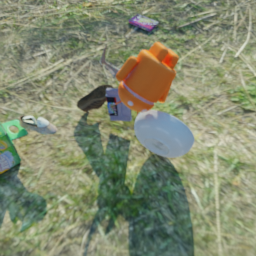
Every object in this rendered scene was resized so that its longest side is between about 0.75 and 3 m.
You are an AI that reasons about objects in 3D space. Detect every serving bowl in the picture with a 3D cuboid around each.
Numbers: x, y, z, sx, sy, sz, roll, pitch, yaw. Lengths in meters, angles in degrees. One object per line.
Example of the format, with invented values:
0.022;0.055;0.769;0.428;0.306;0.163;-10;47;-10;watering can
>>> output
1.106;0.370;9.520;2.162;2.162;0.711;21;61;16;serving bowl

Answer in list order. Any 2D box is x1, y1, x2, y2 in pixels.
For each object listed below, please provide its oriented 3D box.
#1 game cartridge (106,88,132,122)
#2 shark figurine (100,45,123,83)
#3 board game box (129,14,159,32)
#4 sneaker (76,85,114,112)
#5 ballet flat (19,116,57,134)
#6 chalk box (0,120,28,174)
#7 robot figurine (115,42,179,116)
-0.355;-0.859;10.724;0.901;1.389;0.267;-1;36;8;game cartridge
-0.214;-2.112;10.384;2.095;1.251;0.874;40;89;-14;shark figurine
0.868;-5.896;15.687;1.463;0.236;0.878;30;62;21;board game box
-1.201;-1.167;11.312;1.820;0.687;0.641;-21;58;25;sneaker
-3.246;-0.142;9.925;1.541;0.518;0.525;9;36;16;ballet flat
-5.021;0.544;9.678;2.925;1.811;1.820;-33;59;-24;chalk box
0.575;-1.409;8.498;1.313;2.252;1.620;41;19;17;robot figurine
